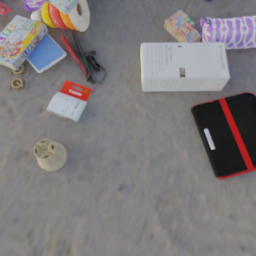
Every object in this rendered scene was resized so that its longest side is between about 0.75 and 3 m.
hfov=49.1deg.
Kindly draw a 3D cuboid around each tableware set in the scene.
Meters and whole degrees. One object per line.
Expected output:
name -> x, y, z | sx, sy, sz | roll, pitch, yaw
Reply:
tableware set -> -3.895, -1.830, 9.874 | 0.692, 0.210, 1.048 | -4, 69, -1

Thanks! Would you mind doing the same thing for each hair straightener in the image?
hair straightener -> -1.467, -2.535, 9.984 | 0.925, 0.492, 2.403 | -29, 72, -10

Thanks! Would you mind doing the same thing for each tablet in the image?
tablet -> -3.234, -2.884, 10.225 | 1.217, 0.128, 1.871 | -38, 67, -12

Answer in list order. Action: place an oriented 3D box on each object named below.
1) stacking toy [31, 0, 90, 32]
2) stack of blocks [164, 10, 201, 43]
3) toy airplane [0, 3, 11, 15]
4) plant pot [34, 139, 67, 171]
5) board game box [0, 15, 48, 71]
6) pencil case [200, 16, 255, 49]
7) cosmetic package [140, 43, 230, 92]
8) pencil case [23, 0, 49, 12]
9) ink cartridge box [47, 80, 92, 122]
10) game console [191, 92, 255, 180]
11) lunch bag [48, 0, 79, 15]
stacking toy -> -2.630, -4.221, 10.352 | 2.127, 1.554, 1.554 | -3, 69, 18
stack of blocks -> 2.084, -3.648, 10.440 | 0.788, 0.401, 1.368 | -37, 74, -12
toy airplane -> -5.305, -5.119, 10.787 | 2.558, 0.470, 2.558 | 2, 65, -4
plant pot -> -2.435, 0.761, 8.569 | 0.963, 0.882, 0.963 | 0, 69, 0
board game box -> -4.038, -3.116, 10.129 | 1.348, 0.343, 2.005 | 22, 68, 17
pencil case -> 3.957, -3.435, 10.001 | 2.756, 1.157, 1.178 | -2, 57, -3
cosmetic package -> 1.852, -2.061, 9.533 | 2.810, 1.040, 1.428 | -2, 70, 1
pencil case -> -3.399, -5.736, 10.906 | 1.121, 1.100, 2.622 | -12, 64, 35
ink cartridge box -> -1.965, -0.969, 9.507 | 1.063, 0.314, 1.328 | 20, 73, 7
game console -> 3.497, 0.173, 9.100 | 2.290, 0.402, 2.589 | -16, 70, 0
lunch bag -> -1.926, -3.785, 8.129 | 0.872, 0.336, 0.699 | 43, 99, 6
